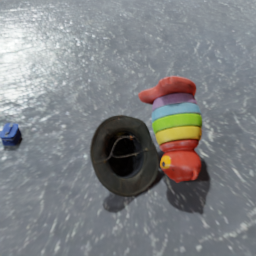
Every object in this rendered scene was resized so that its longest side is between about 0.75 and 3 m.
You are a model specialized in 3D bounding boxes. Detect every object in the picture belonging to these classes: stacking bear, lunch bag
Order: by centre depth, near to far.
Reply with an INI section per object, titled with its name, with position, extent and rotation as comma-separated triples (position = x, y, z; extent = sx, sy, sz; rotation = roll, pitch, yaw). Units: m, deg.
[stacking bear]
position = 1.443, 0.170, 8.312
extent = 1.607, 1.716, 2.826
rotation = 3, 74, -33
[lunch bag]
position = -4.201, 0.230, 9.948
extent = 0.550, 0.536, 0.810
rotation = 0, 42, 1

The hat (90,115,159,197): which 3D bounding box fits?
[hat]
position = -0.255, 0.865, 8.611
extent = 2.451, 2.451, 0.989
rotation = -33, 9, -31
